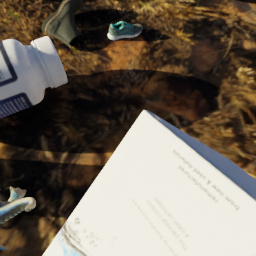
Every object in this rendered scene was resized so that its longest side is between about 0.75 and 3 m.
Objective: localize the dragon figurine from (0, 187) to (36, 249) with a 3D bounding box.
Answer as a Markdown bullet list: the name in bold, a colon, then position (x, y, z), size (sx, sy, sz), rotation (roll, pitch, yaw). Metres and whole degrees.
- **dragon figurine**: position (-2.053, 1.317, 3.892), size (2.375, 0.699, 1.181), rotation (4, 70, 33)

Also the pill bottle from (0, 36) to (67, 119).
- **pill bottle**: position (-3.052, -1.107, 6.663), size (2.941, 1.633, 1.633), rotation (-24, 65, -12)

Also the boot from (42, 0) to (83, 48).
- **boot**: position (-1.617, -3.165, 8.370), size (1.110, 0.622, 1.605), rotation (36, 81, 12)

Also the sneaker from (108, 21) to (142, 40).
- **sneaker**: position (-0.077, -2.920, 8.240), size (1.063, 0.485, 0.413), rotation (-17, 64, -9)

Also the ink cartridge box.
- **ink cartridge box**: position (0.478, 1.527, 2.770), size (2.499, 1.839, 1.807), rotation (-56, 44, 9)
